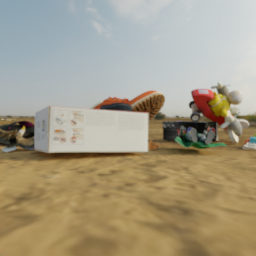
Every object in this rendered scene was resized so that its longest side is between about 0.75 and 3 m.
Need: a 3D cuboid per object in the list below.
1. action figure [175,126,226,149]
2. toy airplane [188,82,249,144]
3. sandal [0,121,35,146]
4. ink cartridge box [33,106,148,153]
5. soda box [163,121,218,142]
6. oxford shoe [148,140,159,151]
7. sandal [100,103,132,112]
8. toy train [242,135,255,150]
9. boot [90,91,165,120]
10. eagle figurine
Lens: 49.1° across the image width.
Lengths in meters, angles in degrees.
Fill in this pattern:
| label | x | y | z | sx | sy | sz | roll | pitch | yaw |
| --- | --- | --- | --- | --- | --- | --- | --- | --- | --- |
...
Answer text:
| label | x | y | z | sx | sy | sz | roll | pitch | yaw |
| --- | --- | --- | --- | --- | --- | --- | --- | --- | --- |
| action figure | 1.897 | 0.317 | 8.238 | 1.352 | 0.626 | 2.289 | 10 | -3 | 1 |
| toy airplane | 4.179 | -0.717 | 11.895 | 2.772 | 2.784 | 1.965 | -12 | -29 | -48 |
| sandal | -3.850 | 0.065 | 10.579 | 2.587 | 0.619 | 0.973 | -7 | 48 | -41 |
| ink cartridge box | -1.121 | 0.108 | 7.569 | 2.572 | 1.079 | 2.258 | 2 | -3 | -28 |
| soda box | 2.705 | 0.159 | 12.533 | 0.812 | 0.907 | 2.564 | -4 | 4 | -36 |
| oxford shoe | 0.691 | 0.522 | 8.599 | 0.339 | 0.339 | 0.951 | -1 | -2 | 30 |
| sandal | -0.350 | -0.603 | 8.016 | 0.971 | 0.208 | 0.369 | 1 | -41 | 19 |
| toy train | 4.948 | 0.328 | 8.699 | 2.552 | 0.710 | 1.917 | 1 | 1 | 25 |
| boot | -0.176 | -0.692 | 9.575 | 2.863 | 1.535 | 1.074 | -29 | -37 | 15 |
| eagle figurine | -3.290 | 0.399 | 8.497 | 0.928 | 0.923 | 1.223 | 46 | -10 | 29 |
